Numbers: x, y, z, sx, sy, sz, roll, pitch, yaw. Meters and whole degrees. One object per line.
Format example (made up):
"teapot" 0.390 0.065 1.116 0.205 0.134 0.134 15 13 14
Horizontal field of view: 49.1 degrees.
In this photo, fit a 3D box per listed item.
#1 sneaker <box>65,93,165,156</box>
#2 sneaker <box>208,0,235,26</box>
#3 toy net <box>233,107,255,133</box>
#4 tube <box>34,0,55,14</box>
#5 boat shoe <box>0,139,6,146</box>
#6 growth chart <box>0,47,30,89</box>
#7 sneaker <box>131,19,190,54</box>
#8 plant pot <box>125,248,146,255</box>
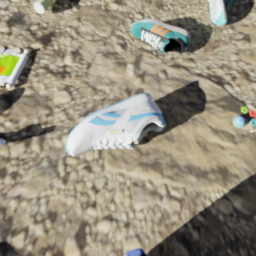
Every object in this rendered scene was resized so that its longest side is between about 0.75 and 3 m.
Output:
"sneaker" -0.336 0.092 7.747 2.870 1.098 1.159 -27 69 -11
"sneaker" 3.567 -4.718 10.469 0.965 0.821 2.116 1 66 -7
"toy net" 3.759 -0.102 8.275 1.212 0.234 0.636 30 80 9
"tube" -2.940 -5.025 10.716 0.502 0.449 1.730 22 58 5
"boat shoe" -3.945 0.418 7.688 1.171 0.431 0.383 -12 101 9
"growth chart" -4.774 -2.057 9.359 2.673 0.237 1.934 3 61 1
"sneaker" 1.056 -3.079 9.589 2.097 0.748 0.838 14 59 6
"plant pot" 0.597 3.547 5.482 1.766 1.964 1.964 15 63 16
